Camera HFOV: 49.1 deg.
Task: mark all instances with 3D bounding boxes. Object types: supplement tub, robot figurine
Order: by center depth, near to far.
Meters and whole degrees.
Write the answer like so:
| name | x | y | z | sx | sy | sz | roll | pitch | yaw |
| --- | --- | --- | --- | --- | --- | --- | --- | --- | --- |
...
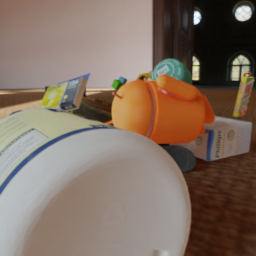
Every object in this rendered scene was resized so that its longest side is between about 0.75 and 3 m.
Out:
| name | x | y | z | sx | sy | sz | roll | pitch | yaw |
| --- | --- | --- | --- | --- | --- | --- | --- | --- | --- |
| supplement tub | -0.909 | 0.871 | 3.722 | 2.151 | 2.151 | 2.966 | -7 | 14 | -32 |
| robot figurine | 0.835 | -0.425 | 7.463 | 2.906 | 1.694 | 2.090 | 1 | 1 | -20 |

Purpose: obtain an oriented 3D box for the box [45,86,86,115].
| name | x | y | z | sx | sy | sz | roll | pitch | yaw |
| --- | --- | --- | --- | --- | --- | --- | --- | --- | --- |
| box | -2.880 | -0.936 | 13.033 | 1.247 | 2.006 | 1.490 | 9 | 14 | 37 |

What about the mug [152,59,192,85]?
| name | x | y | z | sx | sy | sz | roll | pitch | yaw |
| --- | --- | --- | --- | --- | --- | --- | --- | --- | --- |
| mug | 1.533 | -1.750 | 10.530 | 1.366 | 1.663 | 1.028 | 14 | -8 | 36 |

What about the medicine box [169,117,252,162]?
| name | x | y | z | sx | sy | sz | roll | pitch | yaw |
| --- | --- | --- | --- | --- | --- | --- | --- | --- | --- |
| medicine box | 2.751 | 0.262 | 9.543 | 2.034 | 1.047 | 1.852 | -8 | 14 | -30 |

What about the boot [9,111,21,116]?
| name | x | y | z | sx | sy | sz | roll | pitch | yaw |
| --- | --- | --- | --- | --- | --- | --- | --- | --- | --- |
| boot | -4.906 | -0.228 | 12.799 | 2.202 | 0.815 | 1.804 | 3 | 15 | 10 |

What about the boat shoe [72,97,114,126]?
| name | x | y | z | sx | sy | sz | roll | pitch | yaw |
| --- | --- | --- | --- | --- | --- | --- | --- | --- | --- |
| boat shoe | -1.159 | -0.674 | 9.751 | 2.040 | 0.734 | 0.693 | 25 | 51 | 18 |

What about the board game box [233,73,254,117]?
| name | x | y | z | sx | sy | sz | roll | pitch | yaw |
| --- | --- | --- | --- | --- | --- | --- | --- | --- | --- |
| board game box | 3.983 | -1.139 | 9.621 | 0.225 | 1.500 | 0.716 | 19 | 21 | 40 |

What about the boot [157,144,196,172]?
| name | x | y | z | sx | sy | sz | roll | pitch | yaw |
| --- | --- | --- | --- | --- | --- | --- | --- | --- | --- |
| boot | 1.115 | 0.684 | 8.604 | 1.821 | 0.725 | 2.209 | 4 | 8 | 11 |

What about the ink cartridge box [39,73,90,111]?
| name | x | y | z | sx | sy | sz | roll | pitch | yaw |
| --- | --- | --- | --- | --- | --- | --- | --- | --- | --- |
| ink cartridge box | -1.818 | -1.004 | 7.956 | 1.332 | 1.347 | 0.317 | -11 | -38 | 28 |

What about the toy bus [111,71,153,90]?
| name | x | y | z | sx | sy | sz | roll | pitch | yaw |
| --- | --- | --- | --- | --- | --- | --- | --- | --- | --- |
| toy bus | 0.856 | -1.705 | 11.997 | 2.540 | 1.391 | 2.692 | 14 | 26 | -31 |
